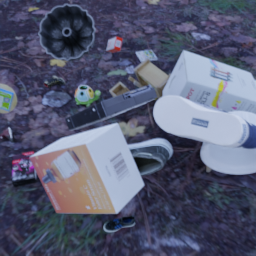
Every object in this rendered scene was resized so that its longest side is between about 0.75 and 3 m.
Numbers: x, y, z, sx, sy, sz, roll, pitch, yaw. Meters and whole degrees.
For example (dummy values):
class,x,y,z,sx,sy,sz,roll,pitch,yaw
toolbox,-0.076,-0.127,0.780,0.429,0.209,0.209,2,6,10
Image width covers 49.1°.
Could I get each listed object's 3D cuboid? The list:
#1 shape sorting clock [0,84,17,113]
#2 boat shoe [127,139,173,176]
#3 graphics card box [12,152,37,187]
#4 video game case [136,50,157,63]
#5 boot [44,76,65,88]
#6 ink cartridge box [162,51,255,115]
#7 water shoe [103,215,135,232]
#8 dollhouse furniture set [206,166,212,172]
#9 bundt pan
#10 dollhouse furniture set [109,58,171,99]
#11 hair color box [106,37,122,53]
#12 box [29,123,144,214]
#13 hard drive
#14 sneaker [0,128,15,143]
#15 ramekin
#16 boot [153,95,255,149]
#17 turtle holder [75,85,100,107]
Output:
class,x,y,z,sx,sy,sz,roll,pitch,yaw
shape sorting clock,-3.359,-0.777,7.444,0.789,0.789,0.155,0,22,0
boat shoe,0.061,0.924,7.490,2.361,0.851,0.837,-27,14,38
graphics card box,-3.692,1.448,9.954,0.785,0.318,1.251,-10,46,-10
video game case,1.017,-4.000,15.604,0.934,0.113,1.024,-11,45,-11
boot,-3.574,-2.167,13.602,0.934,0.337,0.706,25,52,31
ink cartridge box,2.530,-0.954,8.917,2.483,1.804,1.796,16,42,-8
water shoe,-0.271,2.852,8.481,0.984,0.388,0.352,-12,46,-12
dollhouse furniture set,3.945,0.755,9.888,1.788,1.700,1.456,16,50,-3
bundt pan,-1.984,-3.129,9.530,1.927,0.723,1.927,0,87,5
dollhouse furniture set,0.994,-1.210,12.272,2.418,1.520,2.734,-41,54,-4
hair color box,-0.510,-3.012,10.198,0.269,0.446,0.878,11,6,-24
box,-0.914,0.928,6.012,1.956,1.489,1.040,-15,13,39
hard drive,-0.620,-0.577,8.732,1.893,0.513,2.709,-24,5,-34
sneaker,-4.812,0.384,11.063,0.524,0.343,0.906,-23,39,-15
ramekin,3.020,0.416,7.805,1.926,1.926,0.939,8,52,8
boot,1.818,-0.071,6.720,1.174,0.946,2.600,14,10,-41
turtle holder,-1.876,-1.457,12.567,1.081,0.768,0.821,24,49,22
